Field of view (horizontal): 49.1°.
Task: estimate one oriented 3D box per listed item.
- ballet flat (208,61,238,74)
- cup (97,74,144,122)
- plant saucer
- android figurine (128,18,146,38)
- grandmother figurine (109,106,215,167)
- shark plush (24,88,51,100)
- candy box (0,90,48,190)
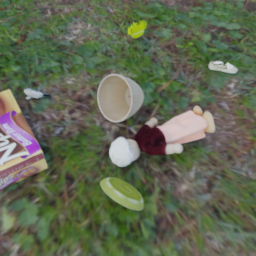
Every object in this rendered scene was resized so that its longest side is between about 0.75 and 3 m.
[{"bbox_3d":[3.486,-2.221,10.205,1.064,0.332,0.359,9,50,7],"label":"ballet flat"},{"bbox_3d":[-0.104,-0.933,8.598,1.408,1.408,1.007,39,31,28],"label":"cup"},{"bbox_3d":[-0.103,1.502,6.616,1.182,1.182,0.184,34,99,25],"label":"plant saucer"},{"bbox_3d":[0.368,-3.938,11.165,0.816,0.896,0.184,-26,68,-14],"label":"android figurine"},{"bbox_3d":[0.898,0.293,7.775,2.978,0.902,1.806,-20,19,-12],"label":"grandmother figurine"},{"bbox_3d":[-3.039,-1.192,9.353,0.912,0.415,0.380,-1,26,3],"label":"shark plush"},{"bbox_3d":[-3.579,0.273,7.797,1.653,0.800,2.832,-24,53,-21],"label":"candy box"}]
